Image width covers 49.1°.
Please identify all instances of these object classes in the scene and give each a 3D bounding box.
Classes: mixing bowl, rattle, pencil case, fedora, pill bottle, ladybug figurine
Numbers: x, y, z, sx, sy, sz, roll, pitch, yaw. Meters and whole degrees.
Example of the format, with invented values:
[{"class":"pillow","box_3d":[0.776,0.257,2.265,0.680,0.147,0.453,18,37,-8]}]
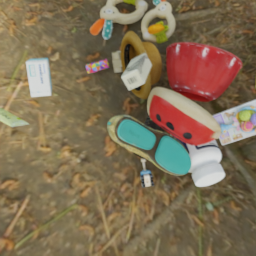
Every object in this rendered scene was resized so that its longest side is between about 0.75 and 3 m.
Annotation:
[{"class":"mixing bowl","box_3d":[2.215,-1.617,8.926,2.417,2.417,1.309,16,88,7]},{"class":"rattle","box_3d":[-0.413,-5.022,11.270,2.655,1.897,1.729,-34,86,-19]},{"class":"pencil case","box_3d":[-1.201,-2.380,10.824,0.912,0.403,0.403,-12,68,7]},{"class":"fedora","box_3d":[0.518,-2.144,9.503,0.932,2.285,2.285,-18,68,-19]},{"class":"rattle","box_3d":[0.985,-4.059,9.683,1.274,1.398,1.957,15,91,34]},{"class":"pill bottle","box_3d":[2.189,0.651,8.970,1.262,1.262,2.272,-12,57,-5]},{"class":"ladybug figurine","box_3d":[1.421,-0.259,7.791,0.906,1.710,2.518,-52,45,-3]}]

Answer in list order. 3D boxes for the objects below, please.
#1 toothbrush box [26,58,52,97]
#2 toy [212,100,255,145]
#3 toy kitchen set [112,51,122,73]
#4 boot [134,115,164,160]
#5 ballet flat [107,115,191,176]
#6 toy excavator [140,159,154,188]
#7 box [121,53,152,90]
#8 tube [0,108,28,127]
[{"class":"toothbrush box","box_3d":[-2.639,-1.538,8.391,0.583,1.367,1.001,-7,109,-13]},{"class":"toy","box_3d":[3.095,-0.153,7.479,1.526,0.360,0.879,-22,91,23]},{"class":"toy kitchen set","box_3d":[-0.197,-2.603,10.920,0.612,0.677,0.750,1,111,21]},{"class":"boot","box_3d":[0.450,0.110,9.177,0.560,1.618,1.409,8,62,47]},{"class":"ballet flat","box_3d":[0.604,0.467,7.917,2.878,1.017,1.017,30,66,-28]},{"class":"toy excavator","box_3d":[0.567,1.493,9.354,0.396,0.792,0.770,-11,112,-3]},{"class":"box","box_3d":[0.251,-1.541,7.587,0.523,0.435,1.273,-21,26,25]},{"class":"tube","box_3d":[-3.401,-0.287,7.889,1.354,0.351,0.393,23,64,33]}]
